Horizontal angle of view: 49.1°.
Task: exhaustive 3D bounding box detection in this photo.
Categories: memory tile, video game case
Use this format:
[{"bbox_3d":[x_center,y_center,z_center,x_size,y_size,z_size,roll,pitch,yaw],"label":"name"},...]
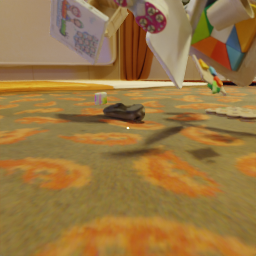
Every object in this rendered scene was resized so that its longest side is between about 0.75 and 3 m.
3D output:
[{"bbox_3d":[4.504,-0.595,11.268,1.870,0.205,2.440,-6,14,-26],"label":"memory tile"},{"bbox_3d":[-1.839,-3.594,10.006,2.133,0.278,2.343,35,-29,1],"label":"video game case"}]

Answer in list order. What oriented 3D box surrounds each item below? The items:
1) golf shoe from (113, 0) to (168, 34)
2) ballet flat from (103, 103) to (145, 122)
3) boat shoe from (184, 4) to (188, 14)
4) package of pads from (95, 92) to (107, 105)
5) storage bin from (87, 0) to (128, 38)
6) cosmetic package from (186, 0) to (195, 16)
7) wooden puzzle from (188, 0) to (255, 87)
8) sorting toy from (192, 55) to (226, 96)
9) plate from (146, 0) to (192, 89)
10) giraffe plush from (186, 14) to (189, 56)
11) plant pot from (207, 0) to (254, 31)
[{"bbox_3d":[0.173,-2.703,5.645,0.649,1.722,0.788,-27,25,44],"label":"golf shoe"},{"bbox_3d":[-0.172,-0.571,10.594,0.826,0.568,2.452,-37,24,-28],"label":"ballet flat"},{"bbox_3d":[2.376,-4.439,10.772,1.902,0.588,0.712,-20,-29,6],"label":"boat shoe"},{"bbox_3d":[-1.453,-1.579,14.913,0.269,0.608,0.787,8,14,30],"label":"package of pads"},{"bbox_3d":[-0.921,-4.069,10.091,1.339,1.329,0.627,25,-17,22],"label":"storage bin"},{"bbox_3d":[2.367,-4.218,9.325,0.388,1.049,0.533,31,4,27],"label":"cosmetic package"},{"bbox_3d":[2.799,-2.792,7.968,0.488,2.423,2.619,-20,49,-41],"label":"wooden puzzle"},{"bbox_3d":[1.750,-0.994,5.771,0.848,0.169,1.147,29,35,-31],"label":"sorting toy"},{"bbox_3d":[1.128,-2.532,7.625,0.361,2.228,2.233,1,-23,32],"label":"plate"},{"bbox_3d":[2.181,-3.206,10.125,1.658,1.431,1.345,-20,-26,-7],"label":"giraffe plush"},{"bbox_3d":[2.491,-2.914,6.997,0.861,0.941,0.941,-27,-8,39],"label":"plant pot"}]
